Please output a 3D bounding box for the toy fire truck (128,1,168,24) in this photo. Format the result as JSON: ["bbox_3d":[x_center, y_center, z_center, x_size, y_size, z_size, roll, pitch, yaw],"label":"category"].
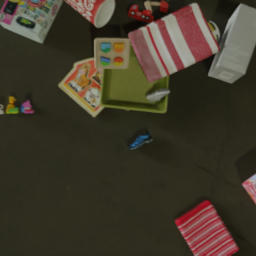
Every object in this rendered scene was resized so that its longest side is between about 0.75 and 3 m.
[{"bbox_3d":[0.836,-4.919,11.713,1.462,0.356,1.031,21,82,5],"label":"toy fire truck"}]

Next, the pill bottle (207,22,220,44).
[{"bbox_3d":[2.681,-3.484,11.251,1.758,0.985,0.985,-24,84,-3],"label":"pill bottle"}]

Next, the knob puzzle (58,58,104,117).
[{"bbox_3d":[-1.359,-1.903,11.315,2.478,0.344,2.478,0,83,0],"label":"knob puzzle"}]

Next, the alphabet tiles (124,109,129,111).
[{"bbox_3d":[-0.646,-1.830,11.521,2.059,0.078,1.721,20,84,3],"label":"alphabet tiles"}]

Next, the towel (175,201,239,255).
[{"bbox_3d":[3.010,4.096,10.717,1.609,0.250,2.225,-31,84,-3],"label":"towel"}]

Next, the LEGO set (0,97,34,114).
[{"bbox_3d":[-4.503,-0.912,11.113,1.561,0.595,0.641,-2,100,-1],"label":"LEGO set"}]

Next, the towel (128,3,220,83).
[{"bbox_3d":[1.713,-3.233,10.632,2.946,0.335,2.122,-24,85,3],"label":"towel"}]

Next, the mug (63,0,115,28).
[{"bbox_3d":[-1.590,-5.200,11.534,1.907,1.693,1.272,37,120,9],"label":"mug"}]

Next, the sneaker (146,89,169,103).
[{"bbox_3d":[1.208,-1.255,10.998,0.972,0.363,0.398,-15,117,33],"label":"sneaker"}]

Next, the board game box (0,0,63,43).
[{"bbox_3d":[-3.929,-5.054,11.548,1.858,0.810,2.519,23,83,2],"label":"board game box"}]

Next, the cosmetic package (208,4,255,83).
[{"bbox_3d":[4.258,-3.253,11.028,1.185,1.404,2.628,19,82,2],"label":"cosmetic package"}]

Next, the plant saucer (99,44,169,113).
[{"bbox_3d":[0.269,-1.941,11.137,2.625,0.628,2.621,6,83,-6],"label":"plant saucer"}]

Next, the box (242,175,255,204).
[{"bbox_3d":[5.541,2.766,10.441,1.140,1.092,2.287,-34,84,-4],"label":"box"}]

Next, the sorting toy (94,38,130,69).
[{"bbox_3d":[-0.584,-2.682,10.278,1.296,1.200,0.236,-3,41,-8],"label":"sorting toy"}]

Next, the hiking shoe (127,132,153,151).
[{"bbox_3d":[0.425,0.533,11.068,1.092,0.406,0.473,-25,90,-13],"label":"hiking shoe"}]
